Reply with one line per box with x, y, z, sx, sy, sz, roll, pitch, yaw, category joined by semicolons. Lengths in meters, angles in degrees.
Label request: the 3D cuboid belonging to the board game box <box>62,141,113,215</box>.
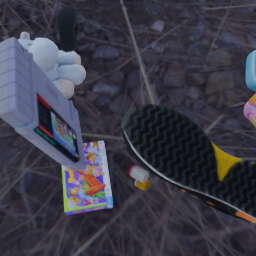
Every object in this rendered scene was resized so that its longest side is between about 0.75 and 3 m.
-1.137;1.324;7.621;1.226;0.408;1.823;-9;62;-5;board game box

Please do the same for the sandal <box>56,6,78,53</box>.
-2.209;-3.516;10.278;0.767;0.488;2.041;-2;74;-2;sandal

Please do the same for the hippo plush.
-2.006;-1.617;6.598;1.799;1.447;1.433;6;61;20;hippo plush

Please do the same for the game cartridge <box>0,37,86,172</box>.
-1.440;-0.259;5.128;0.462;2.408;1.561;-23;59;5;game cartridge

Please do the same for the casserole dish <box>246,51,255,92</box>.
4.607;-1.958;9.442;1.138;0.365;1.879;11;63;6;casserole dish

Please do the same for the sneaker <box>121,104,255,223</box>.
1.141;0.740;4.748;2.981;1.341;1.043;29;69;3;sneaker

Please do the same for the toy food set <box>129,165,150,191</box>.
0.329;0.506;5.768;0.650;0.690;1.445;27;96;26;toy food set

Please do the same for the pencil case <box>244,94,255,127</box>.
2.951;0.082;4.898;0.864;0.864;1.976;-20;45;-11;pencil case
